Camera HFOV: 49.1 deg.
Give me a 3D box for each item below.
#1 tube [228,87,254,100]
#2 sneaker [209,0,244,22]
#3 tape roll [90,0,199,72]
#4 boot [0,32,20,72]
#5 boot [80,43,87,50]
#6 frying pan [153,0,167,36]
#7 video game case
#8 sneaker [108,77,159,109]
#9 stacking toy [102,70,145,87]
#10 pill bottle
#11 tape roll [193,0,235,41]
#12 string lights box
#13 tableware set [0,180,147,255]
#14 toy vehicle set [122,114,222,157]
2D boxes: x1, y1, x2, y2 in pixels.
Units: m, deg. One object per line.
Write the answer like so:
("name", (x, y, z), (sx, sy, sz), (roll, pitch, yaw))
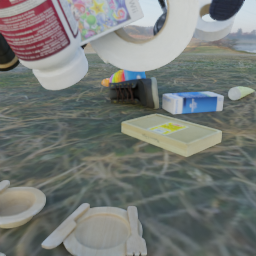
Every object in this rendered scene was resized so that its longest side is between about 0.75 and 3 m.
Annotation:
("tube", (4.651, -1.492, 11.546), (0.500, 0.558, 1.925), (-42, -12, 35))
("sneaker", (2.540, -3.602, 6.753), (0.770, 2.082, 0.856), (14, 52, 4))
("tape roll", (0.270, -2.631, 6.374), (2.619, 2.619, 0.916), (3, 21, 10))
("boot", (-2.976, -2.337, 4.881), (1.007, 2.600, 1.798), (-49, 7, -13))
("boot", (-2.027, -2.606, 8.997), (1.644, 1.432, 0.569), (-13, 55, -37))
("frying pan", (1.585, -4.068, 10.028), (1.446, 2.390, 0.389), (-1, -11, 24))
("video game case", (-0.837, -2.475, 5.523), (1.967, 1.409, 0.177), (-26, 18, -4))
("sneaker", (0.129, -1.149, 9.770), (1.519, 1.070, 2.860), (-8, 11, -6))
("stacking toy", (-0.374, -2.066, 12.493), (2.209, 1.213, 1.282), (1, 19, 40))
("pill bottle", (-1.166, -1.356, 3.602), (0.920, 1.679, 0.920), (-10, 47, 11))
("tape roll", (2.525, -3.379, 8.578), (1.403, 1.403, 0.491), (4, -18, 12))
("string lights box", (2.150, -0.868, 9.391), (1.779, 0.525, 0.914), (-5, 19, -15))
("tableware set", (-1.115, 1.303, 3.029), (2.585, 0.300, 2.159), (4, 18, 12))
("toy vehicle set", (0.994, 0.093, 6.809), (1.304, 0.278, 2.098), (-15, 23, -38))
